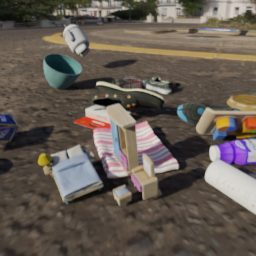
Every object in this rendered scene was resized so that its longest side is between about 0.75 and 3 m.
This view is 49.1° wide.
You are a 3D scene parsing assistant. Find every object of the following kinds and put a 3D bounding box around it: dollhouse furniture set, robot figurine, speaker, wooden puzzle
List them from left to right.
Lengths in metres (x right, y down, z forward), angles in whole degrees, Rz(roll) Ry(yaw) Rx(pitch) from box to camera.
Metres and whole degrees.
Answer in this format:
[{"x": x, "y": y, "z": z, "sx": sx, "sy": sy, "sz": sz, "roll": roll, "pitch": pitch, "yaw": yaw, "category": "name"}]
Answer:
[{"x": -3.388, "y": -5.767, "z": 18.293, "sx": 1.289, "sy": 2.283, "sz": 1.936, "roll": -35, "pitch": -16, "yaw": 13, "category": "robot figurine"}, {"x": -0.897, "y": 0.791, "z": 6.819, "sx": 2.424, "sy": 1.582, "sz": 2.289, "roll": -18, "pitch": 35, "yaw": -17, "category": "dollhouse furniture set"}, {"x": 3.467, "y": 0.007, "z": 9.051, "sx": 2.232, "sy": 0.517, "sz": 2.068, "roll": 5, "pitch": -18, "yaw": 5, "category": "wooden puzzle"}, {"x": 2.719, "y": 1.442, "z": 6.754, "sx": 0.709, "sy": 0.709, "sz": 1.746, "roll": -16, "pitch": 29, "yaw": -30, "category": "speaker"}]

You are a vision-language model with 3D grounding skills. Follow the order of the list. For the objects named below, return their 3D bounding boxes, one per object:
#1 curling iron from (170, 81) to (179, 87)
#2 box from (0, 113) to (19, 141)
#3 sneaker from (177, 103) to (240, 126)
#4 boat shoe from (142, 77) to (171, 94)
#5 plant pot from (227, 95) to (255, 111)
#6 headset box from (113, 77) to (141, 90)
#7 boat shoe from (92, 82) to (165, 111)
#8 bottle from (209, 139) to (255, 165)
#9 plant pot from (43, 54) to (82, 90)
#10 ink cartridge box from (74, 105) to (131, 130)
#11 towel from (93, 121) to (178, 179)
[{"x": 2.521, "y": -2.383, "z": 15.286, "sx": 0.410, "sy": 0.211, "sz": 1.652, "roll": -30, "pitch": -5, "yaw": 27, "category": "curling iron"}, {"x": -4.654, "y": -0.050, "z": 8.824, "sx": 0.697, "sy": 0.760, "sz": 2.169, "roll": 44, "pitch": 21, "yaw": 26, "category": "box"}, {"x": 3.138, "y": -0.484, "z": 10.954, "sx": 2.433, "sy": 0.891, "sz": 0.997, "roll": 9, "pitch": 9, "yaw": 7, "category": "sneaker"}, {"x": 1.552, "y": -2.384, "z": 14.911, "sx": 0.730, "sy": 0.718, "sz": 2.025, "roll": -20, "pitch": 31, "yaw": -36, "category": "boat shoe"}, {"x": 5.565, "y": -1.180, "z": 12.899, "sx": 1.904, "sy": 0.262, "sz": 1.904, "roll": 0, "pitch": 26, "yaw": 0, "category": "plant pot"}, {"x": 0.027, "y": -2.336, "z": 15.062, "sx": 1.347, "sy": 0.505, "sz": 1.001, "roll": -12, "pitch": 28, "yaw": -24, "category": "headset box"}, {"x": -0.008, "y": -1.077, "z": 11.173, "sx": 2.893, "sy": 1.058, "sz": 0.907, "roll": 11, "pitch": 70, "yaw": 8, "category": "boat shoe"}, {"x": 3.441, "y": 0.725, "z": 8.361, "sx": 1.938, "sy": 0.633, "sz": 0.810, "roll": -2, "pitch": 29, "yaw": -5, "category": "bottle"}, {"x": -3.603, "y": -2.836, "z": 14.872, "sx": 1.961, "sy": 1.321, "sz": 1.961, "roll": 18, "pitch": 36, "yaw": -14, "category": "plant pot"}, {"x": -1.031, "y": -0.414, "z": 11.116, "sx": 1.755, "sy": 0.382, "sz": 1.523, "roll": 16, "pitch": 28, "yaw": 31, "category": "ink cartridge box"}, {"x": 0.090, "y": 0.603, "z": 8.886, "sx": 2.084, "sy": 0.426, "sz": 2.848, "roll": -7, "pitch": 26, "yaw": -13, "category": "towel"}]
